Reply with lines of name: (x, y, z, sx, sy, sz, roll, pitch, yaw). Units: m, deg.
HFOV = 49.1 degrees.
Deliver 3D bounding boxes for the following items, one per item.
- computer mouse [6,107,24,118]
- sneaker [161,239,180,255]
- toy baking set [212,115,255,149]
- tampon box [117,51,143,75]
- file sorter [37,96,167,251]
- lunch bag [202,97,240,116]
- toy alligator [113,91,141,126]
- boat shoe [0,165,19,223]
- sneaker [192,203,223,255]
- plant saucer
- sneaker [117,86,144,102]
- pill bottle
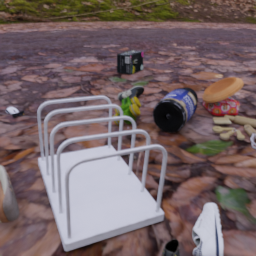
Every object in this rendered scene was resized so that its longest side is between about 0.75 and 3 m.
computer mouse: (-4.485, -0.645, 10.932, 0.949, 0.208, 0.521, 21, 34, 36)
sneaker: (0.579, 2.267, 4.510, 0.352, 0.500, 0.941, 12, 40, 22)
toy baking set: (3.935, 0.140, 9.305, 2.439, 0.284, 1.872, 14, 32, 26)
tampon box: (0.136, -3.867, 16.508, 0.939, 1.115, 1.487, 17, 31, 31)
file sorter: (-0.759, 0.640, 6.217, 2.071, 1.859, 2.985, -8, 28, -24)
lunch bag: (3.748, -0.963, 11.144, 1.260, 0.586, 1.431, -3, 26, -6)
toy alligator: (0.055, -0.717, 10.542, 0.921, 0.667, 2.778, -28, 21, 17)
boat shoe: (-3.154, 1.317, 6.094, 1.011, 1.067, 2.817, -22, 24, -31)
sneaker: (1.496, 1.920, 5.385, 0.533, 0.505, 1.323, -4, 23, 13)
plant saucer: (3.534, -1.485, 10.611, 1.574, 0.295, 1.574, -29, 19, 11)
sneaker: (0.311, -1.352, 12.149, 1.425, 0.533, 0.757, -27, 42, -30)
pill bottle: (1.781, -0.742, 10.020, 1.179, 1.179, 2.108, 13, 29, 24)
